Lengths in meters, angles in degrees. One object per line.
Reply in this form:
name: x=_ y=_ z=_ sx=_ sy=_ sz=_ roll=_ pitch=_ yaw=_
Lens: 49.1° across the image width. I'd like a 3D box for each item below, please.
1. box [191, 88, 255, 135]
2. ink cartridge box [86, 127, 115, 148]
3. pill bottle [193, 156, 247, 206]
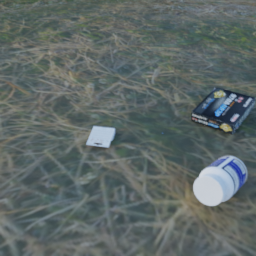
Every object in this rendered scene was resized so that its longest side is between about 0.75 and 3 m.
box: x=3.343 y=-0.649 z=9.831 sx=1.530 sy=0.443 sz=1.925 roll=23 pitch=47 yaw=33
ink cartridge box: x=-0.866 y=0.333 z=8.919 sx=0.736 sy=0.258 sz=0.906 roll=6 pitch=45 yaw=8
pill bottle: x=2.231 y=1.270 z=6.781 sx=0.865 sy=0.865 sz=1.495 roll=28 pitch=27 yaw=32
